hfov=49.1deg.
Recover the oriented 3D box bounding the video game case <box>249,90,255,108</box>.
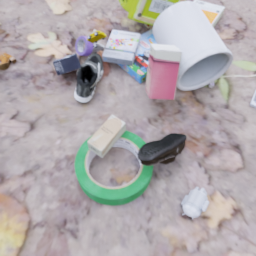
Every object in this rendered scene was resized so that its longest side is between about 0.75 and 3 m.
[{"bbox_3d":[5.498,-1.128,10.721,1.301,0.167,1.431,25,59,15],"label":"video game case"}]

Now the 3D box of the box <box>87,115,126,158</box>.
[{"bbox_3d":[-0.665,0.255,8.888,0.599,0.491,1.262,30,63,16],"label":"box"}]

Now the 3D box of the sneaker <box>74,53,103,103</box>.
[{"bbox_3d":[-1.426,-2.177,10.766,0.823,1.120,2.476,16,55,-3],"label":"sneaker"}]

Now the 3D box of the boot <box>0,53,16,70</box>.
[{"bbox_3d":[-5.242,-2.808,11.751,0.687,0.339,0.885,33,62,20],"label":"boot"}]

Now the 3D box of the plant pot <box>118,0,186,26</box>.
[{"bbox_3d":[1.142,-5.571,11.586,2.424,2.412,2.200,7,48,-21],"label":"plant pot"}]

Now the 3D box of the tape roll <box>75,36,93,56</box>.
[{"bbox_3d":[-1.821,-3.382,11.604,0.331,0.779,0.779,-7,48,-46],"label":"tape roll"}]

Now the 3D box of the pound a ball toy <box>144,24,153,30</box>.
[{"bbox_3d":[1.093,-4.795,13.060,0.494,0.322,0.757,46,51,3],"label":"pound a ball toy"}]

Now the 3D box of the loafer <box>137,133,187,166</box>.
[{"bbox_3d":[1.148,0.787,8.573,0.829,0.811,2.272,8,18,40],"label":"loafer"}]

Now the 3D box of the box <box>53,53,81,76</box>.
[{"bbox_3d":[-2.397,-2.517,11.030,0.940,0.537,1.032,-19,21,-4],"label":"box"}]

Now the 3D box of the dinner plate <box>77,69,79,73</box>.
[{"bbox_3d":[-1.753,-2.302,11.568,0.755,0.091,0.755,-1,55,1],"label":"dinner plate"}]

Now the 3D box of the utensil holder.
[{"bbox_3d":[2.300,-3.033,10.478,2.165,2.165,2.548,-17,67,-11],"label":"utensil holder"}]

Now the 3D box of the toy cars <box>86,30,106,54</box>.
[{"bbox_3d":[-1.290,-3.489,11.260,0.757,1.688,0.374,3,77,-8],"label":"toy cars"}]

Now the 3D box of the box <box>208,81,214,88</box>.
[{"bbox_3d":[3.328,-1.934,11.176,0.150,0.161,0.777,19,58,-10],"label":"box"}]

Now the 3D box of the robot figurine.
[{"bbox_3d":[1.966,2.215,8.226,0.828,0.552,0.977,0,44,50],"label":"robot figurine"}]

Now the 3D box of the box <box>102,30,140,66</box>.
[{"bbox_3d":[-0.247,-3.306,11.497,1.241,0.328,1.591,12,59,8],"label":"box"}]

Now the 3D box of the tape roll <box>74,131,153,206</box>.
[{"bbox_3d":[-0.440,1.196,8.895,2.451,0.589,2.451,0,56,0],"label":"tape roll"}]

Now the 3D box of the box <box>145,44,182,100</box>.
[{"bbox_3d":[1.147,-1.885,9.415,0.896,1.645,1.051,2,26,-6],"label":"box"}]

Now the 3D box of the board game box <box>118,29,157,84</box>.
[{"bbox_3d":[0.832,-3.142,11.892,2.542,0.465,1.923,-35,62,-22],"label":"board game box"}]

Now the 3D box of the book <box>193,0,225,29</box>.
[{"bbox_3d":[3.419,-5.217,13.283,1.570,0.565,2.351,25,59,18],"label":"book"}]
